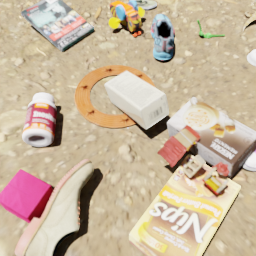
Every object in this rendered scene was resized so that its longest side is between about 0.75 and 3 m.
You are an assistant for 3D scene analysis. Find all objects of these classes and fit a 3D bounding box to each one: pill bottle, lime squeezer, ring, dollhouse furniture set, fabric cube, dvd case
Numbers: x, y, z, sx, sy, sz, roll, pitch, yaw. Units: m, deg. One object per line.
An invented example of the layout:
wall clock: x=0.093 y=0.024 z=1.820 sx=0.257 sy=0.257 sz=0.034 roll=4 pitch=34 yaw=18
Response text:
pill bottle: x=-2.606 y=-0.275 z=8.378 sx=0.865 sy=0.865 sz=1.532 roll=-3 pitch=56 yaw=-2
lime squeezer: x=3.128 y=-3.774 z=11.020 sx=1.415 sy=0.500 sz=0.267 roll=17 pitch=33 yaw=-25
ring: x=-0.421 y=-1.178 z=9.359 sx=2.759 sy=0.265 sz=2.759 roll=0 pitch=56 yaw=-1
dollhouse furniture set: x=1.692 y=0.823 z=6.952 sx=1.716 sy=0.698 sz=0.923 roll=45 pitch=41 yaw=15
fabric cube: x=-2.476 y=1.758 z=6.977 sx=0.934 sy=0.919 sz=0.937 roll=23 pitch=58 yaw=15
dvd case: x=-2.782 y=-4.223 z=11.124 sx=2.355 sy=0.259 sz=1.719 roll=42 pitch=65 yaw=9

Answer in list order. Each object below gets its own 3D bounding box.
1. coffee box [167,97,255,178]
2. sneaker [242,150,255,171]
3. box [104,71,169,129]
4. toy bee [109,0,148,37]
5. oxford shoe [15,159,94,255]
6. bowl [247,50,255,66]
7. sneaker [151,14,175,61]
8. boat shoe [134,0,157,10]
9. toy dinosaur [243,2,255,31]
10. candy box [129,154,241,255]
coffee box: x=2.305 y=0.221 z=7.788 sx=1.223 sy=0.853 sz=2.139 roll=-42 pitch=56 yaw=-15
sneaker: x=4.161 y=0.389 z=7.701 sx=2.229 sy=1.271 sz=0.808 roll=-19 pitch=60 yaw=-11
box: x=0.226 y=-0.896 z=8.439 sx=0.940 sy=0.770 sz=1.980 roll=-33 pitch=43 yaw=-14
toy bee: x=-0.002 y=-4.254 z=11.032 sx=1.545 sy=1.283 sz=2.360 roll=-17 pitch=33 yaw=1
oxford shoe: x=-1.488 y=2.039 z=6.856 sx=1.005 sy=0.964 sz=2.723 roll=28 pitch=70 yaw=11
bowl: x=4.827 y=-2.641 z=10.294 sx=0.779 sy=0.350 sz=0.779 roll=0 pitch=56 yaw=0
sneaker: x=1.390 y=-3.678 z=10.516 sx=0.935 sy=1.126 sz=2.357 roll=-1 pitch=56 yaw=-1
boat shoe: x=0.644 y=-5.344 z=12.092 sx=1.237 sy=0.384 sz=0.445 roll=-10 pitch=57 yaw=-7
toy dinosaur: x=5.326 y=-4.675 z=11.559 sx=1.854 sy=0.540 sz=0.938 roll=-22 pitch=60 yaw=-15
candy box: x=1.405 y=2.093 z=6.849 sx=1.526 sy=0.731 sz=2.644 roll=32 pitch=61 yaw=21
